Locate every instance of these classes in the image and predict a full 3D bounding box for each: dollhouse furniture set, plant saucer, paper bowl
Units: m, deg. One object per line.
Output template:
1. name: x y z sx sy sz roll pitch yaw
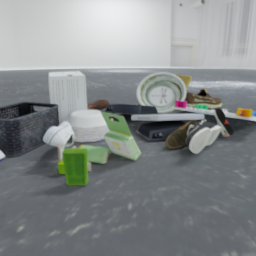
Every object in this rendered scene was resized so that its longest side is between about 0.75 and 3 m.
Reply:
1. dollhouse furniture set: -1.146 0.614 7.190 1.070 0.827 2.141 1 17 6
2. plant saucer: 2.183 -1.882 14.914 2.084 2.084 0.505 21 -15 49
3. paper bowl: -1.434 -0.133 9.875 1.641 0.853 1.641 -1 15 0
4. plant saucer: 1.550 -1.555 13.223 2.316 2.316 0.581 3 -28 11

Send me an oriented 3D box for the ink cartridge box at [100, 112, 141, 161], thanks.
1. ink cartridge box: -0.291 0.229 7.679 0.985 1.353 0.324 14 51 44

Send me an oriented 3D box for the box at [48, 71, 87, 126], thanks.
1. box: -2.458 -1.177 11.292 1.342 2.053 2.043 -5 16 -15

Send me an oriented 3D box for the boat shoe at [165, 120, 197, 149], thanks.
1. boat shoe: 1.697 0.284 9.045 1.504 0.541 0.511 -28 -5 -33

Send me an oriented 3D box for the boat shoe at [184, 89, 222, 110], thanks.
1. boat shoe: 3.815 -1.456 13.958 2.623 0.970 0.969 -8 21 -37

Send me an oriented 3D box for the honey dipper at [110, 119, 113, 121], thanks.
1. honey dipper: -0.607 -0.136 10.703 0.172 0.172 0.906 -1 30 -4

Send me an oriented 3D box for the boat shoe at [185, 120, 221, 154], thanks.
1. boat shoe: 2.163 0.171 8.524 0.683 0.836 2.264 32 27 26

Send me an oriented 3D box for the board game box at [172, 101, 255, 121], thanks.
1. board game box: 3.726 -0.684 11.392 2.977 0.385 2.977 12 7 32

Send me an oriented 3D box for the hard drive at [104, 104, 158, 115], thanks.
1. hard drive: 0.133 -0.785 12.197 2.086 0.442 1.407 6 4 43

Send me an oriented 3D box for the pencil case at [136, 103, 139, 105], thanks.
1. pencil case: 1.020 -1.159 13.963 0.637 0.554 1.425 40 33 20

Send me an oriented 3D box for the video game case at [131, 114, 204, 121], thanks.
1. video game case: 1.458 -0.407 10.604 2.068 0.228 1.882 -2 3 -28

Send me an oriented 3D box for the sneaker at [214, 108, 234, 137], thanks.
1. sneaker: 3.203 -0.151 9.737 0.374 1.062 0.496 -26 -7 -26

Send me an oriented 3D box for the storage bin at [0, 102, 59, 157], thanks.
1. storage bin: -3.510 -0.055 9.079 1.645 1.141 2.434 6 16 20

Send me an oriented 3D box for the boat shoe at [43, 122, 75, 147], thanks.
1. boat shoe: -1.855 0.305 7.975 0.628 0.691 1.879 35 8 -1

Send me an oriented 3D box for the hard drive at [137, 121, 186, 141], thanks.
1. hard drive: 1.357 0.069 9.970 1.834 0.388 1.237 -6 17 -19

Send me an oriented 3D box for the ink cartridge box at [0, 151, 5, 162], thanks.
1. ink cartridge box: -4.369 0.314 6.339 0.498 2.301 2.259 -41 3 21

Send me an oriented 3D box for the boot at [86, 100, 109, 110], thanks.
1. boot: -1.761 -0.936 13.285 1.491 0.514 1.600 -10 11 11
